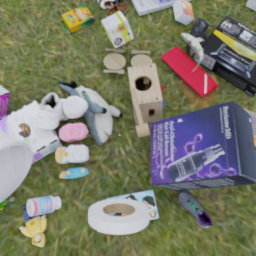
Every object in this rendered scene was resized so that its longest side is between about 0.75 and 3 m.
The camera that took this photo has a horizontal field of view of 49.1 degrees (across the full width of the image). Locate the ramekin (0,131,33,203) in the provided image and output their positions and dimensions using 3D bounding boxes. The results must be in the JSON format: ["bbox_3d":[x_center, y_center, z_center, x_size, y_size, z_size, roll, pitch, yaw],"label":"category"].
[{"bbox_3d":[-3.885,1.101,7.723,1.095,2.351,2.351,33,72,16],"label":"ramekin"}]

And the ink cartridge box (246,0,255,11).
[{"bbox_3d":[6.171,-5.440,11.905,1.753,0.750,1.293,33,72,10],"label":"ink cartridge box"}]

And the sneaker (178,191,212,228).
[{"bbox_3d":[2.133,2.501,8.767,0.503,0.592,1.352,-39,73,-14],"label":"sneaker"}]

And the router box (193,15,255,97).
[{"bbox_3d":[4.308,-2.828,10.851,2.752,0.719,2.164,37,73,14],"label":"router box"}]

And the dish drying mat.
[{"bbox_3d":[2.353,-2.189,10.757,0.899,0.213,2.342,-36,72,-13],"label":"dish drying mat"}]

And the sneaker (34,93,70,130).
[{"bbox_3d":[-2.407,-0.720,9.416,0.815,1.039,2.091,11,24,3],"label":"sneaker"}]

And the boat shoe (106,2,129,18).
[{"bbox_3d":[-0.425,-5.067,11.945,1.169,0.395,0.421,-35,72,-13],"label":"boat shoe"}]

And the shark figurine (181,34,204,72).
[{"bbox_3d":[2.444,-2.756,10.268,0.869,0.607,1.454,-7,70,-27],"label":"shark figurine"}]

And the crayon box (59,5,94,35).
[{"bbox_3d":[-2.191,-4.543,11.771,1.310,0.333,0.832,-30,71,-11],"label":"crayon box"}]

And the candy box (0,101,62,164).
[{"bbox_3d":[-3.612,0.353,9.551,2.096,0.750,1.758,-31,71,-11],"label":"candy box"}]

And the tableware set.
[{"bbox_3d":[-0.008,-2.462,10.903,1.883,0.377,1.245,2,60,-3],"label":"tableware set"}]

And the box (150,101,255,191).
[{"bbox_3d":[2.154,0.671,8.275,2.781,1.451,2.058,-18,62,38],"label":"box"}]

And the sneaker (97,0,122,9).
[{"bbox_3d":[-0.561,-5.537,12.057,1.435,0.563,0.570,-26,65,2],"label":"sneaker"}]

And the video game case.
[{"bbox_3d":[1.150,-6.372,12.524,2.464,0.321,2.707,-19,68,-8],"label":"video game case"}]

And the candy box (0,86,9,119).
[{"bbox_3d":[-4.832,-0.616,9.323,0.518,1.158,1.698,33,36,14],"label":"candy box"}]

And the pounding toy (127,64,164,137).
[{"bbox_3d":[0.676,-0.852,9.164,1.097,2.107,2.399,-9,65,2],"label":"pounding toy"}]

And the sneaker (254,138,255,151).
[{"bbox_3d":[3.085,0.381,9.282,2.516,0.972,0.985,10,70,22],"label":"sneaker"}]

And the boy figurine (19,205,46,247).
[{"bbox_3d":[-2.932,3.027,8.646,0.845,0.438,1.360,-19,67,-9],"label":"boy figurine"}]

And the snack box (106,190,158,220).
[{"bbox_3d":[0.128,2.568,8.906,1.528,0.284,0.888,-10,68,-4],"label":"snack box"}]

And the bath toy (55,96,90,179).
[{"bbox_3d":[-1.781,0.308,9.163,1.151,0.978,2.646,-1,81,3],"label":"bath toy"}]

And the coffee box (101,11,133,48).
[{"bbox_3d":[-0.400,-3.634,10.376,0.816,0.824,0.825,-27,49,2],"label":"coffee box"}]

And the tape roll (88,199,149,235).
[{"bbox_3d":[-0.266,2.444,7.874,1.752,1.752,0.320,1,96,1],"label":"tape roll"}]

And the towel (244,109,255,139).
[{"bbox_3d":[4.888,0.382,9.795,2.497,0.284,1.793,20,68,8],"label":"towel"}]

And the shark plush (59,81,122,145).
[{"bbox_3d":[-1.612,-0.769,9.940,2.923,1.328,1.217,40,104,10],"label":"shark plush"}]

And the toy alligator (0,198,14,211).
[{"bbox_3d":[-4.099,2.452,8.984,0.947,0.281,0.257,-30,30,-11],"label":"toy alligator"}]

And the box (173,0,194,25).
[{"bbox_3d":[2.299,-4.835,11.669,0.648,0.452,0.851,10,63,-33],"label":"box"}]

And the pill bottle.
[{"bbox_3d":[-2.554,2.354,8.517,0.935,0.508,0.508,-1,63,-39],"label":"pill bottle"}]

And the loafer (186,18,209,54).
[{"bbox_3d":[2.797,-3.653,11.181,0.678,0.656,1.933,20,60,6],"label":"loafer"}]
